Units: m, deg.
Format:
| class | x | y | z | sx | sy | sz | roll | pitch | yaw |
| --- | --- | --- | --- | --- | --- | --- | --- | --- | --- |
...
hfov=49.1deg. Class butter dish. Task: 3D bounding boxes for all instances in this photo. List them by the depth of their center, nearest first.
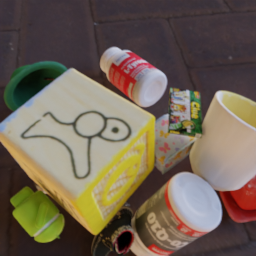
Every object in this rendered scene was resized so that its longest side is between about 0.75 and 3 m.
| class | x | y | z | sx | sy | sz | roll | pitch | yaw |
| --- | --- | --- | --- | --- | --- | --- | --- | --- | --- |
| butter dish | 4.125 | 1.073 | 8.558 | 2.818 | 2.089 | 2.826 | -14 | 56 | 3 |

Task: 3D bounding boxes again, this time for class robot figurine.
| class | x | y | z | sx | sy | sz | roll | pitch | yaw |
| --- | --- | --- | --- | --- | --- | --- | --- | --- | --- |
| robot figurine | -2.244 | 2.204 | 7.035 | 0.876 | 1.328 | 1.514 | -41 | 88 | -23 |

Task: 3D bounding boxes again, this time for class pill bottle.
| class | x | y | z | sx | sy | sz | roll | pitch | yaw |
| --- | --- | --- | --- | --- | --- | --- | --- | --- | --- |
| pill bottle | 1.061 | 2.469 | 7.463 | 1.499 | 2.633 | 1.499 | 19 | 43 | -19 |
| pill bottle | 0.106 | -2.015 | 10.616 | 1.436 | 1.436 | 2.558 | -35 | 56 | -19 |

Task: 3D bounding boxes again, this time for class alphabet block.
| class | x | y | z | sx | sy | sz | roll | pitch | yaw |
| --- | --- | --- | --- | --- | --- | --- | --- | --- | --- |
| alphabet block | -1.142 | 0.612 | 7.287 | 2.739 | 2.690 | 2.676 | 34 | 66 | 24 |

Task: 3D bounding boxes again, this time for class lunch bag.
| class | x | y | z | sx | sy | sz | roll | pitch | yaw |
| --- | --- | --- | --- | --- | --- | --- | --- | --- | --- |
| lunch bag | 1.225 | 0.418 | 8.497 | 1.542 | 0.980 | 1.307 | -36 | 63 | -19 |

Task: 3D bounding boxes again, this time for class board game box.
| class | x | y | z | sx | sy | sz | roll | pitch | yaw |
| --- | --- | --- | --- | --- | --- | --- | --- | --- | --- |
| board game box | 1.536 | -0.447 | 7.604 | 0.881 | 0.197 | 1.681 | 10 | 47 | 0 |

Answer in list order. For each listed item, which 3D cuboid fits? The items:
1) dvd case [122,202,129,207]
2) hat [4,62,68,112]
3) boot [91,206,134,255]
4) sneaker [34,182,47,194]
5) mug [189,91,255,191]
| class | x | y | z | sx | sy | sz | roll | pitch | yaw |
| --- | --- | --- | --- | --- | --- | --- | --- | --- | --- |
| dvd case | -0.721 | 2.654 | 8.947 | 0.942 | 0.142 | 1.290 | 35 | 64 | 23 |
| hat | -3.707 | -1.996 | 9.961 | 2.679 | 2.219 | 2.358 | -42 | 64 | 13 |
| boot | -0.443 | 3.089 | 7.578 | 0.643 | 1.346 | 1.782 | 34 | 94 | -8 |
| sneaker | -2.157 | 1.422 | 9.049 | 1.917 | 0.760 | 0.708 | -36 | 68 | -8 |
| mug | 2.929 | 0.480 | 7.629 | 2.660 | 2.183 | 2.130 | -7 | 42 | -44 |
